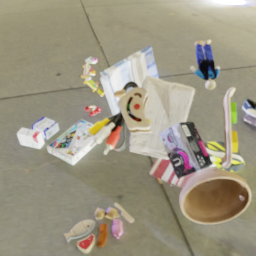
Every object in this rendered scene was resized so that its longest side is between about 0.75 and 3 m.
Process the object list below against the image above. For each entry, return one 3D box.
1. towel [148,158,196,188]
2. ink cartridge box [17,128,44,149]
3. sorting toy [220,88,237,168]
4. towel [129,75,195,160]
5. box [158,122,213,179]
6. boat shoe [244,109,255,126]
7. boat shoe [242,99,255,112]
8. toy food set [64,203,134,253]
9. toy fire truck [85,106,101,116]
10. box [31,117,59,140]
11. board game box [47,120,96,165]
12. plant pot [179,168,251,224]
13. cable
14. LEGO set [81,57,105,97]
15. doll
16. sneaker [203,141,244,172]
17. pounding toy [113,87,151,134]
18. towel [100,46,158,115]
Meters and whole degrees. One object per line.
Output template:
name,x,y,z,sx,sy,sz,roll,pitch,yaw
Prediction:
towel,1.846,1.786,11.531,1.697,0.193,1.223,19,45,24
ink cartridge box,-4.399,0.472,12.660,1.011,0.746,0.433,12,42,13
sorting toy,3.167,0.004,8.724,0.418,2.293,2.122,3,1,17
towel,1.179,-0.297,10.250,1.907,2.878,0.496,13,11,-6
box,1.872,0.713,9.223,1.068,0.927,1.616,-5,67,-52
boat shoe,6.549,-0.150,13.520,0.746,0.618,2.077,-13,40,-37
boat shoe,6.733,-0.836,14.341,0.739,0.610,1.973,-16,42,-18
toy food set,-0.925,3.368,9.478,2.198,0.346,1.397,-30,48,-31
toy fire truck,-1.808,-0.932,14.463,0.862,0.608,0.210,-29,49,-30
box,-3.976,0.005,13.423,0.933,0.490,0.858,19,43,23
board game box,-2.316,0.579,12.793,1.475,0.404,2.337,23,45,25
plant pot,2.273,1.720,7.647,1.852,1.852,0.855,-1,34,-1
cable,-0.276,-0.344,10.001,1.404,0.727,2.891,33,83,10
LEGO set,-1.159,-1.704,9.151,0.635,0.513,1.379,-11,76,-24
doll,3.356,-2.688,12.160,1.461,2.142,0.519,-9,-5,-19
sneaker,3.480,1.054,11.925,2.730,1.017,1.155,17,36,6
pounding toy,0.277,-0.575,8.815,0.995,0.999,1.741,-24,68,0
towel,0.214,-1.856,11.494,0.348,2.146,2.921,18,45,44
